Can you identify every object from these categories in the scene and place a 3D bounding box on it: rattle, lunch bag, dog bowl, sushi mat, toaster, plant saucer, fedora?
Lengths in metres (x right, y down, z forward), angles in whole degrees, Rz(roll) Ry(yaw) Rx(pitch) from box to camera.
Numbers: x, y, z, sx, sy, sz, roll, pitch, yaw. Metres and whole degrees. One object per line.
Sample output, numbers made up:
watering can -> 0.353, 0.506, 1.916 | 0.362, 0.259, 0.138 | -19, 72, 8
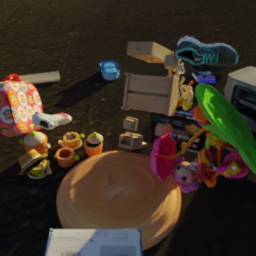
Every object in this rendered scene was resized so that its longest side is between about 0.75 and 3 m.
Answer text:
rattle -> 1.527, -0.972, 7.990 | 0.634, 0.578, 0.888 | 4, 73, 9
lunch bag -> -3.191, -0.674, 8.071 | 0.809, 1.739, 1.974 | -12, 3, 8
dog bowl -> -0.829, -2.562, 12.540 | 0.781, 0.347, 1.401 | -6, 36, -8
sushi mat -> -3.913, -2.150, 12.182 | 1.831, 0.111, 0.876 | -9, 36, -12
toaster -> 3.292, -0.215, 6.772 | 1.287, 1.962, 2.169 | -17, 35, -27
plant saucer -> -0.228, 1.557, 6.823 | 3.001, 0.484, 3.001 | 0, 36, 0
fedora -> -2.291, 0.755, 6.526 | 0.844, 0.844, 0.344 | -35, 85, -38

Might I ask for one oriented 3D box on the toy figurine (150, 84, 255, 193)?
toy figurine -> 1.526, 0.620, 6.256 | 1.782, 2.184, 2.373 | 1, 54, -49

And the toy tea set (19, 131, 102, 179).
toy tea set -> -1.903, 0.468, 7.965 | 2.337, 0.865, 1.390 | -17, 40, -22

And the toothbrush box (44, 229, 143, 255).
toothbrush box -> -0.481, 2.452, 4.396 | 1.385, 1.891, 0.807 | 1, 39, -1

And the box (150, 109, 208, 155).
box -> 1.425, 0.078, 7.951 | 1.594, 1.267, 0.367 | 13, 46, 17

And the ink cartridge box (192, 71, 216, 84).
ink cartridge box -> 3.318, -2.193, 12.180 | 0.833, 0.182, 0.841 | -5, 38, -8

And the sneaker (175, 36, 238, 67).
sneaker -> 1.793, -1.688, 6.656 | 1.518, 0.589, 0.693 | 19, 46, 23

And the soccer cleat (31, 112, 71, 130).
soccer cleat -> -1.976, -0.129, 7.325 | 1.105, 0.386, 0.477 | 2, 51, -40

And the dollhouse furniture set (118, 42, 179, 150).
dollhouse furniture set -> 0.754, -0.798, 7.818 | 1.486, 2.868, 1.269 | 10, 7, 32

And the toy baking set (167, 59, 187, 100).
toy baking set -> 1.480, -1.489, 8.572 | 0.180, 1.551, 1.190 | 1, 17, 32

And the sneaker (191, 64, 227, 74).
sneaker -> 3.644, -2.894, 12.523 | 1.553, 0.889, 0.594 | 5, 44, 10
